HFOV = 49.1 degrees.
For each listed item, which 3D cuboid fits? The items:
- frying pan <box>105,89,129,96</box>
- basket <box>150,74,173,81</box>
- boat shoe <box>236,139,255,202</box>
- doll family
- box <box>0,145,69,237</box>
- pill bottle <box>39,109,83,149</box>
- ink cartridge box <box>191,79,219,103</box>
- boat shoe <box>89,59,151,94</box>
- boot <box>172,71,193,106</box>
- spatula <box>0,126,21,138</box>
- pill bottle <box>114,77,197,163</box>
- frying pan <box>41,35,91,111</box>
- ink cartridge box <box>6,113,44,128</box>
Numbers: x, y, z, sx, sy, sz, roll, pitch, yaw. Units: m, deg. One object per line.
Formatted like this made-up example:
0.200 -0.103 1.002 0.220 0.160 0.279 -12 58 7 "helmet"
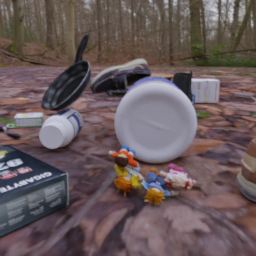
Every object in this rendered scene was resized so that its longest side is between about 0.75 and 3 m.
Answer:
-0.645 -1.835 14.674 1.266 0.341 2.093 11 20 37 "frying pan"
1.187 -1.884 13.192 1.232 1.181 1.654 14 22 38 "basket"
3.069 0.694 3.966 2.806 1.007 1.063 5 16 18 "boat shoe"
0.292 0.848 4.484 1.456 0.656 0.904 20 10 5 "doll family"
-2.359 0.956 3.856 1.915 0.554 2.410 14 20 41 "box"
-1.652 0.022 6.925 0.776 0.776 1.398 2 15 6 "pill bottle"
3.360 -1.716 12.898 1.374 1.012 0.994 0 15 -2 "ink cartridge box"
-0.178 -1.273 7.335 1.688 0.607 0.547 -24 61 -13 "boat shoe"
1.782 -1.654 11.737 2.173 1.503 0.842 11 18 37 "boot"
-3.362 0.102 7.795 1.492 0.153 0.422 17 5 42 "spatula"
0.621 -0.385 6.765 1.647 1.647 2.846 1 15 4 "pill bottle"
-1.625 -1.405 7.640 1.669 0.449 2.760 -32 36 18 "frying pan"
-3.221 -0.233 8.723 1.111 0.329 0.577 -4 16 -13 "ink cartridge box"
